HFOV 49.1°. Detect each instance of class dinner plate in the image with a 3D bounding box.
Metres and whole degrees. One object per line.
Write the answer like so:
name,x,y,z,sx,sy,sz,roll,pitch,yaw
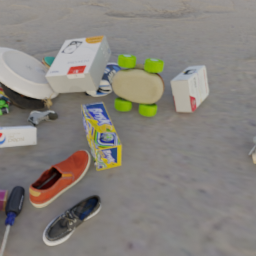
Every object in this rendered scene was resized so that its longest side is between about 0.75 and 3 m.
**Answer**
dinner plate,-3.863,-2.189,10.636,2.928,0.355,2.928,33,27,-19

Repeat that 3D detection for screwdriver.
screwdriver,-2.601,2.254,5.994,0.374,0.390,2.684,11,28,-15

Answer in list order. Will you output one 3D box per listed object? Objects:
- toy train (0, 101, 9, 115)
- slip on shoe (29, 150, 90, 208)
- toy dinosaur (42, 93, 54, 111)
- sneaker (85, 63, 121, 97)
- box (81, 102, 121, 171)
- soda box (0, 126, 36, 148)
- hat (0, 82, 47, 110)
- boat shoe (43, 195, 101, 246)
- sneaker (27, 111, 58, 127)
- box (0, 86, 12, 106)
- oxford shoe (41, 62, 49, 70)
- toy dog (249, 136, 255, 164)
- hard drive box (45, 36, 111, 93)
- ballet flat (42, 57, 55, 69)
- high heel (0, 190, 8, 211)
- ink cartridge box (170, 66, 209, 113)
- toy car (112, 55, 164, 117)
toy train,-5.205,-0.483,9.853,2.001,0.417,0.564,-18,50,-23
slip on shoe,-1.725,1.190,7.311,0.751,0.620,2.026,24,45,28
toy dinosaur,-2.902,-0.969,10.141,0.220,0.382,0.756,-14,64,35
sneaker,-0.867,-1.868,11.436,2.105,0.848,1.541,-20,47,-29
box,-0.865,0.159,8.580,0.760,0.829,2.365,-9,38,-14
soda box,-3.559,0.261,8.140,1.641,0.523,0.559,-4,9,-38
hat,-3.875,-1.265,10.254,1.994,0.804,1.994,28,38,-25
boat shoe,-1.207,2.002,6.270,1.518,0.503,0.531,-26,61,-33
sneaker,-2.961,-0.261,9.588,1.071,0.402,0.619,0,39,17
box,-5.040,-1.661,10.758,1.863,0.351,1.272,28,33,-8
oxford shoe,-3.675,-2.236,12.155,0.812,0.765,2.173,30,22,-21
toy dog,3.869,0.747,8.087,0.775,0.566,1.175,4,32,38
hard drive box,-1.838,-2.461,10.822,1.800,0.887,2.310,-2,50,18
ballet flat,-2.786,-2.488,11.920,2.036,0.665,0.718,8,62,-43
high heel,-3.304,2.024,5.898,1.122,0.788,2.339,9,29,-17
ink cartridge box,2.309,-1.456,10.329,0.691,1.217,1.669,3,29,36
toy car,0.580,-1.800,10.561,1.858,1.935,2.355,12,25,13
